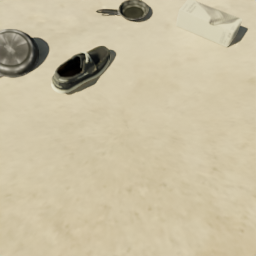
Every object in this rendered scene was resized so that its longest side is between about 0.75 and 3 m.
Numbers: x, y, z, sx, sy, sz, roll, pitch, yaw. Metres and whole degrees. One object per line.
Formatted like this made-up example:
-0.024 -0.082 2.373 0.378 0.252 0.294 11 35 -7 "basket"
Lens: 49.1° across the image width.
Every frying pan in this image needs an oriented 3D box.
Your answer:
-0.118 -4.249 10.428 1.865 0.304 1.128 -26 63 -12 "frying pan"
-4.277 -2.260 8.958 2.801 0.456 1.695 -24 87 -17 "frying pan"

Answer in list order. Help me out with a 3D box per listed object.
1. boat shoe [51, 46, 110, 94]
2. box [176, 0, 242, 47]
-1.387 -1.986 8.835 0.849 0.800 2.365 40 59 14 "boat shoe"
2.824 -3.726 9.900 2.057 0.703 0.845 28 65 15 "box"
